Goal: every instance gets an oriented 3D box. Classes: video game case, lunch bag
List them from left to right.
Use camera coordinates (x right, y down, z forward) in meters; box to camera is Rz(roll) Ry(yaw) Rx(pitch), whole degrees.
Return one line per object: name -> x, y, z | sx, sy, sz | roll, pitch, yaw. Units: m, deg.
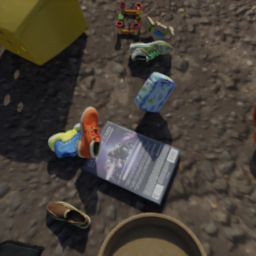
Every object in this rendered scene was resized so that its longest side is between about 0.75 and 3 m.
video game case -> 0.103, 1.030, 8.791 | 2.633, 0.250, 1.881 | 22, 64, 12
lunch bag -> 0.915, -1.134, 9.251 | 1.284, 1.032, 0.530 | -55, 50, 22

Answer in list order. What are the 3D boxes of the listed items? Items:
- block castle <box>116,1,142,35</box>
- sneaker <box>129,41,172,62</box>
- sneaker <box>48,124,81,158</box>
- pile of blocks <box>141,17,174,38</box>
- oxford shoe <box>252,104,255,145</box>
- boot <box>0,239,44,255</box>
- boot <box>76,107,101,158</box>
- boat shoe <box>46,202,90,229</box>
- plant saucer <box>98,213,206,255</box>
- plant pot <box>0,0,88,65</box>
block castle -> 0.052, -4.548, 11.501 | 0.957, 0.672, 1.433 | 6, 62, 3
sneaker -> 0.845, -2.790, 10.624 | 1.663, 0.639, 0.737 | -2, 65, 9
sneaker -> -1.660, 0.432, 8.970 | 1.648, 0.624, 0.866 | -26, 78, -7
pile of blocks -> 1.213, -3.898, 11.160 | 1.464, 0.601, 0.455 | 34, 28, 25
oxford shoe -> 4.295, -0.158, 8.789 | 0.539, 1.515, 0.550 | -21, 18, -33
boot -> -2.551, 3.876, 6.994 | 2.201, 0.814, 1.804 | 7, 60, 6
boot -> -1.060, 0.159, 8.438 | 0.587, 0.839, 1.566 | 8, 88, -41
boat shoe -> -1.710, 2.399, 7.902 | 1.348, 0.499, 0.498 | 17, 65, 8
plant saucer -> 0.628, 3.728, 7.254 | 2.908, 0.428, 2.908 | 0, 62, 1
plant pot -> -3.620, -4.084, 10.221 | 2.893, 2.893, 2.552 | 27, 78, 13
